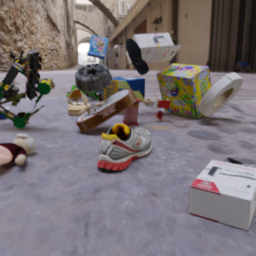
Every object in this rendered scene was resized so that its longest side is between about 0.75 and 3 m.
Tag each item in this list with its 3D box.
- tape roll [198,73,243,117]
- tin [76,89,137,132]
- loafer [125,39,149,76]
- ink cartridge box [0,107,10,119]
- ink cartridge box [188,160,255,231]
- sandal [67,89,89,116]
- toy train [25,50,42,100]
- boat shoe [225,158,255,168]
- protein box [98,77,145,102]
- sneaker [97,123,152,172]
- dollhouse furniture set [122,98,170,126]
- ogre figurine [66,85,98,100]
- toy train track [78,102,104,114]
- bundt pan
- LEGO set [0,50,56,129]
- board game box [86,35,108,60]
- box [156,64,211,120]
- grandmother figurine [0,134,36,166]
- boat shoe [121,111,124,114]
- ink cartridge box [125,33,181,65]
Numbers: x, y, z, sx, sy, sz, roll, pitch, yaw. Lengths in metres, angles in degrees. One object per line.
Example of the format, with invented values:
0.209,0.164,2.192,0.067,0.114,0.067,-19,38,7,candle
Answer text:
3.627,-1.278,10.999,2.004,2.004,0.366,-14,55,-43,tape roll
-0.790,-0.650,9.911,2.341,0.490,1.311,-32,15,-5,tin
0.232,-2.408,9.652,0.484,1.330,0.481,-25,4,-18,loafer
-5.662,-0.621,12.254,0.774,0.305,1.556,-4,14,-14,ink cartridge box
1.780,1.121,5.029,0.972,0.564,1.348,9,17,30,ink cartridge box
-2.446,-1.397,13.773,1.138,1.021,3.103,-2,15,-6,sandal
-2.447,-1.355,7.161,0.302,0.406,1.773,-21,-20,-32,toy train
2.527,0.962,5.873,0.481,0.445,1.302,-5,15,-18,boat shoe
-0.358,-2.201,16.228,1.972,1.330,1.957,10,18,35,protein box
0.019,0.319,7.312,0.916,0.967,2.354,6,15,22,sneaker
0.741,-0.639,11.028,1.866,1.004,0.759,1,14,-11,dollhouse furniture set
-2.231,-2.352,17.106,1.683,1.377,2.806,-11,-10,39,ogre figurine
-1.217,-0.644,9.475,1.258,0.205,0.722,-13,21,47,toy train track
-1.254,-1.839,9.877,1.385,0.520,1.385,-5,41,4,bundt pan
-3.808,-1.385,10.131,1.946,2.530,1.466,27,24,-17,LEGO set
-0.994,-2.621,9.105,0.581,0.764,0.172,11,-24,-4,board game box
2.486,-1.642,12.244,1.208,1.907,1.980,-34,33,-27,box
-3.073,0.660,6.760,1.403,0.701,2.314,25,17,11,grandmother figurine
-0.345,-1.003,12.749,1.418,0.461,0.512,6,58,2,boat shoe
1.068,-3.336,11.821,2.049,0.690,1.200,-11,-18,-24,ink cartridge box
